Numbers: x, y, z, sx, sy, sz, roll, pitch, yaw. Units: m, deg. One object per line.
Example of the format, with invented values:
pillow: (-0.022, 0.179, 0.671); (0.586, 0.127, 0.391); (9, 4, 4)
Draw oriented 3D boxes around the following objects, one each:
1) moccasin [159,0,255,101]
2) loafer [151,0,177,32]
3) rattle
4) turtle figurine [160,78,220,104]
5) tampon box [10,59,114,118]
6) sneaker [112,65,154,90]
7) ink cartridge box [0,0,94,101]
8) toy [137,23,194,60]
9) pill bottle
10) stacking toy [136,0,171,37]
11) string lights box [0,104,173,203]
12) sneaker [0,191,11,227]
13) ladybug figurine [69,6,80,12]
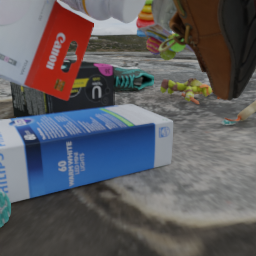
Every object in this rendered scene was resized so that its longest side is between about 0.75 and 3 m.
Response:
moccasin: (0.710, -1.017, 2.505); (0.841, 0.796, 2.177); (22, -13, 37)
loafer: (1.040, -3.531, 6.450); (0.924, 2.642, 0.922); (-15, 56, -24)
rattle: (3.299, -0.170, 7.278); (1.483, 1.059, 0.966); (-32, 2, -30)
turtle figurine: (2.213, -1.450, 10.295); (1.946, 0.777, 2.413); (13, 22, 35)
tampon box: (-1.837, -0.979, 7.569); (1.858, 1.565, 2.480); (-15, 23, -39)
sneaker: (-0.031, -2.075, 11.869); (2.875, 1.115, 1.311); (-17, 28, -39)
ink cartridge box: (-1.808, -1.678, 5.042); (2.192, 1.782, 0.625); (20, -4, -20)
toy: (0.850, -2.030, 6.958); (1.229, 0.504, 2.134); (28, 7, -15)
pill bottle: (-0.819, -2.880, 5.182); (2.370, 1.295, 1.295); (32, 27, 13)
stacking toy: (0.731, -3.997, 8.642); (1.178, 2.147, 1.246); (1, 44, 14)
string lights box: (-0.856, 0.263, 4.852); (2.931, 0.864, 1.506); (-9, 20, -27)
sneaker: (-1.882, 1.140, 3.021); (0.582, 0.495, 1.276); (-10, 10, 20)
ladybug figurine: (-0.626, -3.292, 6.174); (1.765, 1.198, 0.635); (-35, -13, 22)
